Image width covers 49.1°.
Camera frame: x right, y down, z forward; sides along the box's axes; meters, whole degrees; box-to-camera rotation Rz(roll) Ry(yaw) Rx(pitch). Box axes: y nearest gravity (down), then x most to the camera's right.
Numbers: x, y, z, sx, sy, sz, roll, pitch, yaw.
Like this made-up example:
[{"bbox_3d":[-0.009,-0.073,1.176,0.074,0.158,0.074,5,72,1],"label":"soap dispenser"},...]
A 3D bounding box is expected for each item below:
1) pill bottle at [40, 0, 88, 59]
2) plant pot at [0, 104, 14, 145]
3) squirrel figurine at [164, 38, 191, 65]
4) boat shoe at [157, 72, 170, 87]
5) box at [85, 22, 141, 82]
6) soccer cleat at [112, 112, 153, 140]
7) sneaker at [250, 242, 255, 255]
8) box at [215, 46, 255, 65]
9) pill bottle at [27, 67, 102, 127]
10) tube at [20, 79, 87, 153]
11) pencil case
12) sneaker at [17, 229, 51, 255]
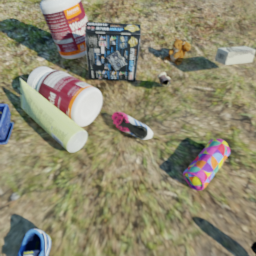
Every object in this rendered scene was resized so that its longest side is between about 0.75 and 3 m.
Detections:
[{"bbox_3d":[-2.267,-4.017,10.179,1.470,2.684,1.470,-11,40,9],"label":"pill bottle"},{"bbox_3d":[-3.977,-0.046,8.225,0.998,0.898,0.998,-3,47,-1],"label":"plant pot"},{"bbox_3d":[2.010,-3.140,11.137,0.981,0.916,0.694,-33,55,-27],"label":"squirrel figurine"},{"bbox_3d":[1.246,-1.569,9.535,0.382,1.063,0.345,-21,75,13],"label":"boat shoe"},{"bbox_3d":[-0.526,-2.517,9.592,1.759,2.213,0.509,2,57,-2],"label":"box"},{"bbox_3d":[0.124,-0.029,8.534,1.436,0.502,0.620,32,10,30],"label":"soccer cleat"},{"bbox_3d":[2.705,2.522,5.669,0.435,0.874,0.304,14,37,28],"label":"sneaker"},{"bbox_3d":[3.745,-2.535,9.792,1.361,0.465,0.559,-13,36,-27],"label":"box"},{"bbox_3d":[-2.064,-1.065,8.929,2.255,1.288,1.288,28,53,24],"label":"pill bottle"},{"bbox_3d":[-2.386,-0.372,8.270,2.869,0.745,0.832,35,90,27],"label":"tube"},{"bbox_3d":[2.105,0.947,7.467,0.700,0.700,1.584,31,52,26],"label":"pencil case"},{"bbox_3d":[-1.970,2.875,5.613,0.647,0.720,1.751,-3,48,-6],"label":"sneaker"}]
